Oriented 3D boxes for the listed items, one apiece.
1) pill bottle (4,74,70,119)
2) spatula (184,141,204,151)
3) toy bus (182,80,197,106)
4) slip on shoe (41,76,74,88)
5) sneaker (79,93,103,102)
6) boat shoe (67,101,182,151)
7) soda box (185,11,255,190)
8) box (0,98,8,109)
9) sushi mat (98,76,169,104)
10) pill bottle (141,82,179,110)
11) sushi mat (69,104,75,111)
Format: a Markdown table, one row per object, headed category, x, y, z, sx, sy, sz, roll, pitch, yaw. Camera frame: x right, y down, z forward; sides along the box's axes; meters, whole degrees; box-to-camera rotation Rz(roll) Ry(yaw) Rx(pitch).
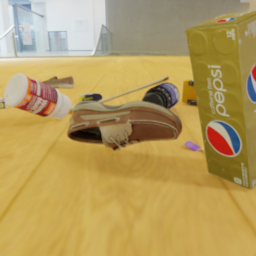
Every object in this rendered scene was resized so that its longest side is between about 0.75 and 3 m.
| category | x | y | z | sx | sy | sz | roll | pitch | yaw |
| --- | --- | --- | --- | --- | --- | --- | --- | --- | --- |
| pill bottle | -2.684 | -0.872 | 8.498 | 0.982 | 0.982 | 1.792 | 15 | -5 | 39 |
| spatula | 1.797 | 0.513 | 6.458 | 1.086 | 0.112 | 0.307 | 16 | 27 | 41 |
| toy bus | 3.629 | -1.291 | 10.743 | 2.987 | 0.972 | 1.169 | 12 | 21 | 34 |
| slip on shoe | -3.964 | -2.487 | 15.135 | 2.085 | 0.632 | 0.793 | 2 | 17 | 5 |
| sneaker | -1.583 | -1.278 | 11.743 | 1.019 | 0.377 | 0.419 | -4 | 16 | -17 |
| boat shoe | -0.166 | 0.062 | 5.798 | 2.573 | 0.974 | 0.924 | 3 | 53 | 30 |
| soda box | 1.794 | -0.419 | 4.724 | 0.892 | 2.785 | 0.943 | -29 | 28 | -28 |
| box | -5.474 | -0.924 | 10.764 | 1.533 | 0.266 | 0.844 | -3 | 18 | -11 |
| sushi mat | 0.023 | -1.265 | 9.938 | 2.866 | 0.173 | 1.371 | -18 | 8 | 17 |
| pill bottle | 1.120 | -0.994 | 9.759 | 0.997 | 0.997 | 1.783 | 7 | 18 | 23 |
| sushi mat | -2.558 | -0.823 | 10.481 | 2.526 | 0.153 | 1.208 | 6 | 11 | 19 |
